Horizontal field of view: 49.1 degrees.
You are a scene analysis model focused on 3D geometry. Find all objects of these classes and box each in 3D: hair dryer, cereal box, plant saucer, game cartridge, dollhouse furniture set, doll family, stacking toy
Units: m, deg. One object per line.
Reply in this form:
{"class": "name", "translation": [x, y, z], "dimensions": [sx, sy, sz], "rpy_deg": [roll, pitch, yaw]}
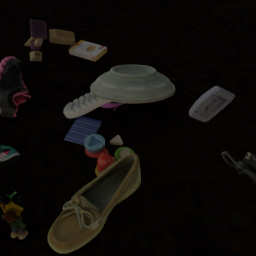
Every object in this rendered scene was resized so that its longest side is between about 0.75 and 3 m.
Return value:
{"class": "hair dryer", "translation": [2.116, 0.989, 3.987], "dimensions": [1.307, 0.466, 1.716], "rpy_deg": [4, 32, -50]}
{"class": "cereal box", "translation": [-1.736, -3.370, 12.179], "dimensions": [1.352, 0.267, 0.973], "rpy_deg": [19, 47, 19]}
{"class": "plant saucer", "translation": [0.166, -1.623, 9.424], "dimensions": [2.864, 0.719, 2.864], "rpy_deg": [1, 26, 0]}
{"class": "game cartridge", "translation": [1.926, -0.550, 6.571], "dimensions": [0.650, 0.976, 0.200], "rpy_deg": [16, 44, -32]}
{"class": "dollhouse furniture set", "translation": [-3.485, -3.588, 12.515], "dimensions": [2.081, 1.649, 1.477], "rpy_deg": [-3, -3, -36]}
{"class": "doll family", "translation": [-2.955, 1.762, 6.231], "dimensions": [1.819, 1.052, 0.714], "rpy_deg": [10, 45, 11]}
{"class": "stacking toy", "translation": [-0.519, 0.583, 7.791], "dimensions": [1.244, 0.581, 1.375], "rpy_deg": [-22, 50, -21]}

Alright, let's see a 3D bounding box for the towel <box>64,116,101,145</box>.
{"class": "towel", "translation": [-1.382, 0.082, 8.696], "dimensions": [0.808, 0.133, 1.117], "rpy_deg": [14, 47, 12]}

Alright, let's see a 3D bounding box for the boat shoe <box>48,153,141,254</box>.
{"class": "boat shoe", "translation": [-0.712, 1.629, 6.497], "dimensions": [1.008, 0.869, 2.763], "rpy_deg": [34, 53, 30]}

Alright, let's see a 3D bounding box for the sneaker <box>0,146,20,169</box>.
{"class": "sneaker", "translation": [-3.526, 0.782, 7.735], "dimensions": [0.906, 0.379, 0.547], "rpy_deg": [-22, 52, -32]}

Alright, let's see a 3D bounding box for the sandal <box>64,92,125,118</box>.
{"class": "sandal", "translation": [-0.677, -0.914, 9.361], "dimensions": [2.951, 0.725, 1.201], "rpy_deg": [-20, 31, -2]}

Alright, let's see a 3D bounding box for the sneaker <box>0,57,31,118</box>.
{"class": "sneaker", "translation": [-4.024, -1.378, 9.732], "dimensions": [1.388, 1.150, 2.911], "rpy_deg": [17, 43, -14]}
